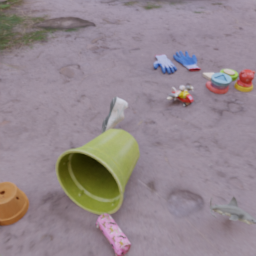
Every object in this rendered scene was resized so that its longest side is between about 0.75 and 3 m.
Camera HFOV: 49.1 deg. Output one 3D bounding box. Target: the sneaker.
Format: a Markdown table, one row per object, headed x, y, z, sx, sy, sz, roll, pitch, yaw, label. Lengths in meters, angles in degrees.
| x | y | z | sx | sy | sz | roll | pitch | yaw | label |
| --- | --- | --- | --- | --- | --- | --- | --- | --- | --- |
| -0.538 | -0.353 | 11.246 | 0.693 | 1.730 | 0.608 | 17 | 18 | -27 | sneaker |

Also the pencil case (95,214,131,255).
| x | y | z | sx | sy | sz | roll | pitch | yaw | label |
| --- | --- | --- | --- | --- | --- | --- | --- | --- | --- |
| -0.434 | 3.046 | 7.989 | 0.539 | 0.516 | 1.246 | -26 | 48 | -27 | pencil case |

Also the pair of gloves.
| x | y | z | sx | sy | sz | roll | pitch | yaw | label |
| --- | --- | --- | --- | --- | --- | --- | --- | --- | --- |
| 2.734 | -3.807 | 16.170 | 2.780 | 0.317 | 2.235 | -7 | 41 | -9 | pair of gloves |

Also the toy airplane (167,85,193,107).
| x | y | z | sx | sy | sz | roll | pitch | yaw | label |
| --- | --- | --- | --- | --- | --- | --- | --- | --- | --- |
| 2.476 | -1.647 | 13.203 | 1.220 | 0.865 | 1.226 | 5 | 42 | 9 | toy airplane |

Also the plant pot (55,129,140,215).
| x | y | z | sx | sy | sz | roll | pitch | yaw | label |
| --- | --- | --- | --- | --- | --- | --- | --- | --- | --- |
| -0.734 | 1.155 | 9.022 | 2.337 | 2.337 | 2.149 | 18 | 36 | 20 | plant pot |

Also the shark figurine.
| x | y | z | sx | sy | sz | roll | pitch | yaw | label |
| --- | --- | --- | --- | --- | --- | --- | --- | --- | --- |
| 2.898 | 2.292 | 8.137 | 1.557 | 0.650 | 0.930 | 19 | -3 | -10 | shark figurine |

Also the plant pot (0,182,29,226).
| x | y | z | sx | sy | sz | roll | pitch | yaw | label |
| --- | --- | --- | --- | --- | --- | --- | --- | --- | --- |
| -3.770 | 2.242 | 8.650 | 1.214 | 0.849 | 1.214 | 1 | 40 | -1 | plant pot |

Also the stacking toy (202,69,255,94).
| x | y | z | sx | sy | sz | roll | pitch | yaw | label |
| --- | --- | --- | --- | --- | --- | --- | --- | --- | --- |
| 5.093 | -2.717 | 14.377 | 2.306 | 0.974 | 2.087 | -8 | 41 | -10 | stacking toy |
